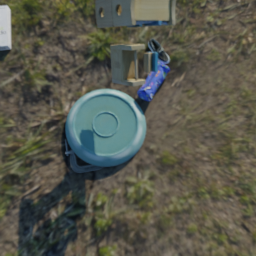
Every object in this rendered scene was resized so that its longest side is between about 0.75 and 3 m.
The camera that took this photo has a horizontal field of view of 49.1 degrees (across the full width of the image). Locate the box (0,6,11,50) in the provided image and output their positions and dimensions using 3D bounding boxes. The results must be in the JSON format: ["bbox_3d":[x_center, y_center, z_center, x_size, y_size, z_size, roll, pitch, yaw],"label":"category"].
[{"bbox_3d":[-5.289,-3.867,10.930,1.301,0.328,1.803,-7,76,-2],"label":"box"}]

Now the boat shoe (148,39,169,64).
[{"bbox_3d":[1.153,-2.918,10.668,0.407,0.400,1.128,-40,80,-9],"label":"boat shoe"}]

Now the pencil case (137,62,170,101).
[{"bbox_3d":[0.926,-1.700,10.248,0.604,0.672,1.548,29,77,15],"label":"pencil case"}]

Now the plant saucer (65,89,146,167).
[{"bbox_3d":[-0.790,-0.094,9.939,2.904,0.398,2.904,1,74,-3],"label":"plant saucer"}]

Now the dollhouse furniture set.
[{"bbox_3d":[0.189,-2.441,7.719,1.565,1.556,2.220,-16,113,-36],"label":"dollhouse furniture set"}]

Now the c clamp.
[{"bbox_3d":[-1.516,0.951,9.866,1.439,0.195,1.229,-4,77,0],"label":"c clamp"}]
